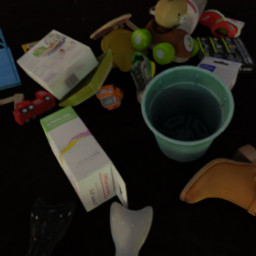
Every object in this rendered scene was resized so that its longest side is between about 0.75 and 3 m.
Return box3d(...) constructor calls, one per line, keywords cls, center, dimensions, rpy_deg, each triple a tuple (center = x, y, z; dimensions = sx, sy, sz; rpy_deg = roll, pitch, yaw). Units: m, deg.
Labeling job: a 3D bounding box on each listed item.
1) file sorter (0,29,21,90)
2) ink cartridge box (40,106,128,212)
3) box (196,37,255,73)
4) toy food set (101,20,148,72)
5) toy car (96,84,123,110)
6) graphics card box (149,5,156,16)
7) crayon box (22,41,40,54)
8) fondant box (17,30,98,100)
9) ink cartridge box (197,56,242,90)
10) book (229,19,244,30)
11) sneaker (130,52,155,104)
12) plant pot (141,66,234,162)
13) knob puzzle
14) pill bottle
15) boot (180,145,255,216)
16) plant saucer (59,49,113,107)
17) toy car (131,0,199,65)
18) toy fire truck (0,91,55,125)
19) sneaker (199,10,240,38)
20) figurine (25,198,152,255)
box3d(cls="file sorter", center=(-4.967, -2.496, 9.755), dimensions=(1.625, 1.437, 2.342), rpy_deg=(-20, 52, -16))
box3d(cls="ink cartridge box", center=(-1.057, 0.896, 6.661), dimensions=(0.873, 1.518, 2.593), rpy_deg=(-28, 54, -19))
box3d(cls="box", center=(3.603, -2.802, 10.666), dimensions=(1.819, 0.448, 1.884), rpy_deg=(-1, 47, -1))
box3d(cls="toy food set", center=(-0.138, -2.857, 10.500), dimensions=(1.548, 0.860, 2.632), rpy_deg=(35, 47, 0))
box3d(cls="toy car", center=(0.126, -1.012, 8.771), dimensions=(2.227, 1.093, 0.741), rpy_deg=(-7, 83, 2))
box3d(cls="graphics card box", center=(1.581, -5.406, 13.111), dimensions=(1.074, 0.273, 0.674), rpy_deg=(30, 55, 25))
box3d(cls="crayon box", center=(-3.086, -2.970, 10.830), dimensions=(1.717, 0.443, 1.079), rpy_deg=(-21, 52, -18))
box3d(cls="fondant box", center=(-2.389, -2.174, 9.303), dimensions=(1.751, 0.707, 2.428), rpy_deg=(-45, 51, -11))
box3d(cls="ink cartridge box", center=(2.605, -1.357, 9.208), dimensions=(1.339, 0.524, 2.827), rpy_deg=(21, 56, 28))
box3d(cls="book", center=(4.560, -4.626, 12.456), dimensions=(1.018, 0.245, 0.680), rpy_deg=(25, 51, 19))
box3d(cls="sneaker", center=(0.402, -1.586, 9.000), dimensions=(0.803, 0.877, 2.058), rpy_deg=(-31, 46, 29))
box3d(cls="plant pot", center=(1.420, -0.133, 7.061), dimensions=(2.008, 1.967, 2.008), rpy_deg=(-4, 63, 7))
box3d(cls="knob puzzle", center=(-0.638, -3.836, 10.809), dimensions=(1.993, 0.276, 1.993), rpy_deg=(-27, 12, 7))
box3d(cls="pill bottle", center=(2.388, -5.201, 11.952), dimensions=(1.668, 1.668, 2.929), rpy_deg=(18, 51, 15))
box3d(cls="boot", center=(2.695, 1.597, 6.487), dimensions=(2.570, 0.947, 1.988), rpy_deg=(-25, 58, -17))
box3d(cls="plant saucer", center=(-1.224, -1.455, 8.813), dimensions=(0.425, 1.776, 1.774), rpy_deg=(41, 49, -24))
box3d(cls="toy car", center=(1.642, -3.771, 9.680), dimensions=(2.025, 2.567, 2.108), rpy_deg=(39, 40, 24))
box3d(cls="toy fire truck", center=(-3.367, -0.714, 8.747), dimensions=(1.290, 0.446, 1.829), rpy_deg=(34, 52, 26))
box3d(cls="sneaker", center=(3.742, -4.331, 11.861), dimensions=(0.852, 0.772, 2.006), rpy_deg=(-37, 57, -21))
box3d(cls="figurine", center=(-0.840, 2.659, 5.430), dimensions=(2.894, 1.246, 2.823), rpy_deg=(3, 44, 1))
